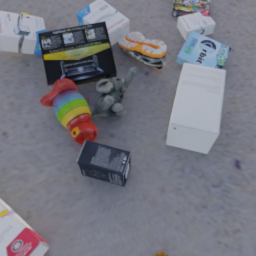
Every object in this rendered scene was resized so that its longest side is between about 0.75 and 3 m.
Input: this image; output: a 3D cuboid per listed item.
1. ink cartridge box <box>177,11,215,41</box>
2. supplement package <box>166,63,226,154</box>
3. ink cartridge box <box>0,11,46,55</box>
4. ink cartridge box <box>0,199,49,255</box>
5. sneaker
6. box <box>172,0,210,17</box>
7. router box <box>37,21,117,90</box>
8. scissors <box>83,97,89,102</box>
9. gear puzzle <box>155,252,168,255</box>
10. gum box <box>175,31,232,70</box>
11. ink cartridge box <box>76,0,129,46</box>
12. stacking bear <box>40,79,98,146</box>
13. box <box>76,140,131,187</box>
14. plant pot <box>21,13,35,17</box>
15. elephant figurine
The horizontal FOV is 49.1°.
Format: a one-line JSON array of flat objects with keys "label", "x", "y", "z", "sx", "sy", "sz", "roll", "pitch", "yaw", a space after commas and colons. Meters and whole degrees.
[{"label": "ink cartridge box", "x": 2.972, "y": -4.522, "z": 12.354, "sx": 1.354, "sy": 0.580, "sz": 1.000, "roll": -18, "pitch": 62, "yaw": -7}, {"label": "supplement package", "x": 2.318, "y": -0.681, "z": 9.639, "sx": 1.514, "sy": 1.519, "sz": 2.589, "roll": 13, "pitch": 61, "yaw": 7}, {"label": "ink cartridge box", "x": -4.426, "y": -3.832, "z": 11.370, "sx": 1.974, "sy": 0.848, "sz": 1.446, "roll": -1, "pitch": 61, "yaw": -32}, {"label": "ink cartridge box", "x": -3.856, "y": 3.133, "z": 7.706, "sx": 2.669, "sy": 1.143, "sz": 1.970, "roll": 35, "pitch": 66, "yaw": 20}, {"label": "sneaker", "x": 0.534, "y": -3.110, "z": 11.387, "sx": 1.020, "sy": 1.007, "sz": 2.607, "roll": -40, "pitch": 49, "yaw": -14}, {"label": "box", "x": 2.951, "y": -5.680, "z": 13.158, "sx": 1.704, "sy": 0.321, "sz": 1.163, "roll": 7, "pitch": 61, "yaw": 4}, {"label": "router box", "x": -1.937, "y": -2.781, "z": 10.830, "sx": 2.666, "sy": 0.696, "sz": 2.096, "roll": -11, "pitch": 84, "yaw": -5}, {"label": "scissors", "x": -2.054, "y": -1.237, "z": 10.771, "sx": 1.380, "sy": 0.096, "sz": 0.505, "roll": 36, "pitch": 82, "yaw": 25}, {"label": "gear puzzle", "x": 0.472, "y": 4.391, "z": 7.483, "sx": 1.176, "sy": 0.297, "sz": 2.271, "roll": 35, "pitch": 66, "yaw": 18}, {"label": "gum box", "x": 3.070, "y": -2.964, "z": 11.409, "sx": 1.795, "sy": 0.400, "sz": 1.525, "roll": 27, "pitch": 69, "yaw": 8}, {"label": "ink cartridge box", "x": -1.073, "y": -4.556, "z": 12.220, "sx": 1.396, "sy": 0.805, "sz": 1.924, "roll": -40, "pitch": 68, "yaw": -18}, {"label": "stacking bear", "x": -1.840, "y": -0.398, "z": 9.682, "sx": 1.336, "sy": 1.251, "sz": 2.200, "roll": -41, "pitch": 71, "yaw": 23}, {"label": "box", "x": -0.721, "y": 1.142, "z": 8.848, "sx": 1.501, "sy": 1.114, "sz": 0.804, "roll": 14, "pitch": 61, "yaw": 7}, {"label": "plant pot", "x": -4.335, "y": -4.648, "z": 12.375, "sx": 0.734, "sy": 0.781, "sz": 0.781, "roll": -2, "pitch": 59, "yaw": -20}, {"label": "elephant figurine", "x": -0.520, "y": -1.293, "z": 10.214, "sx": 1.392, "sy": 1.269, "sz": 1.794, "roll": 11, "pitch": 66, "yaw": -9}]
